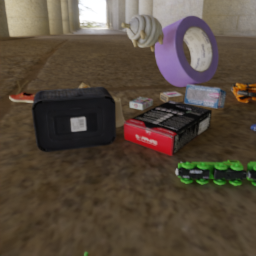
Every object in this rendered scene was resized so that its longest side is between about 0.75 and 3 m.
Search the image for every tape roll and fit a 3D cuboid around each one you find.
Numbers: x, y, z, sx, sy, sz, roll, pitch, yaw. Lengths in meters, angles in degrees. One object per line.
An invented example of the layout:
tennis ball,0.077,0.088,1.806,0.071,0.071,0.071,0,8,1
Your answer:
tape roll,2.257,-2.846,10.616,2.462,2.462,1.046,-19,9,-37

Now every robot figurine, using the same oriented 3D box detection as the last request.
robot figurine,5.833,-1.526,12.454,2.400,0.699,1.740,4,23,8

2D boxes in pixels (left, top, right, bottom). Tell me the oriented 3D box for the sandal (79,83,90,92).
sandal,-1.742,-1.510,10.467,1.070,0.352,0.392,-4,-2,14

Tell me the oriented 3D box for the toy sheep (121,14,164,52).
toy sheep,0.528,-3.207,9.314,1.685,1.162,1.162,5,15,-39

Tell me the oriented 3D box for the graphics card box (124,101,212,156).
graphics card box,1.367,-0.118,9.138,1.736,0.704,2.767,17,29,33

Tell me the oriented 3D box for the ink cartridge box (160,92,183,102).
ink cartridge box,1.958,-1.378,12.599,0.823,0.309,0.678,-10,26,-20

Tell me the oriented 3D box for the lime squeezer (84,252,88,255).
lime squeezer,-0.859,2.257,4.247,0.359,0.192,1.016,15,28,31

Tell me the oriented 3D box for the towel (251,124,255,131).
towel,5.002,0.152,9.260,1.100,0.181,1.519,-11,27,-30

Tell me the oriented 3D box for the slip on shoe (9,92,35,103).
slip on shoe,-4.658,-1.392,12.495,1.382,0.423,0.512,5,25,15

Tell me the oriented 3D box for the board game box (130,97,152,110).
board game box,0.560,-1.034,11.848,0.627,0.273,0.850,14,27,31

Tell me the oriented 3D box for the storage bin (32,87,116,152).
storage bin,-1.605,-0.294,8.452,2.319,1.568,1.087,-5,23,-12

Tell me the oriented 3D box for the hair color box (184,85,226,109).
hair color box,3.038,-1.194,10.816,1.190,0.720,2.379,11,9,22

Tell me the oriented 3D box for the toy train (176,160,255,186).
toy train,2.408,1.043,6.723,2.534,0.529,0.715,2,13,5

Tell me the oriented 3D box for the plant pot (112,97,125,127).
plant pot,-0.589,-0.604,10.030,0.986,0.902,0.986,0,23,0
